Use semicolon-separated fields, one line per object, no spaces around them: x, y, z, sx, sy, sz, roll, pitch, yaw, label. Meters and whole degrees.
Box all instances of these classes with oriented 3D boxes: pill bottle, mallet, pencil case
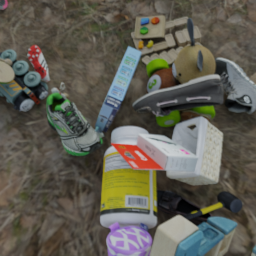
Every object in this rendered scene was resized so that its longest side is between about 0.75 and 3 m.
0.031;1.342;7.621;1.451;1.451;2.580;1;64;1;pill bottle
2.015;2.200;7.253;2.015;0.664;0.415;-17;101;-20;mallet
-0.082;3.393;6.178;1.054;1.035;2.466;12;102;39;pencil case

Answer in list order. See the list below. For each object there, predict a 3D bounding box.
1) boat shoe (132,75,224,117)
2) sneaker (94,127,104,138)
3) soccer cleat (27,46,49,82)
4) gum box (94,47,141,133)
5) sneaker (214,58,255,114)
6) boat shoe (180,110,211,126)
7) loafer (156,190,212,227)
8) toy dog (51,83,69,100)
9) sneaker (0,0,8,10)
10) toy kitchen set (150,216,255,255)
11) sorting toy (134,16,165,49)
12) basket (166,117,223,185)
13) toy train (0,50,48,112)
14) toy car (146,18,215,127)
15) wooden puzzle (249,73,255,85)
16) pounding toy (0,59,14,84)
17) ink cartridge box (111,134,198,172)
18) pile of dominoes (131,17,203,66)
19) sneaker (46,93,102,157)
1.297;-0.696;7.837;2.735;0.914;0.779;-16;77;34;boat shoe
-1.288;0.246;8.687;1.008;0.391;0.435;-18;87;-10;sneaker
-3.054;-2.197;9.644;0.479;0.595;1.397;-25;71;3;soccer cleat
-0.344;-1.125;8.626;0.470;1.793;2.110;22;66;-6;gum box
3.270;-1.296;8.992;2.241;0.841;1.294;42;57;14;sneaker
1.964;-0.266;8.426;1.030;0.370;0.350;12;58;47;boat shoe
1.462;2.138;7.707;1.801;0.567;0.647;24;57;12;loafer
-2.280;-1.071;9.140;0.406;0.843;0.556;15;54;23;toy dog
-5.358;-5.292;11.494;0.644;0.534;1.351;-17;62;15;sneaker
2.177;2.852;5.727;2.928;1.725;2.346;-9;27;-45;toy kitchen set
0.807;-3.647;10.567;1.129;0.203;1.516;2;67;9;sorting toy
1.929;0.718;7.948;1.041;1.144;1.687;26;64;-27;basket
-3.765;-1.558;9.349;2.375;1.012;1.353;42;79;15;toy train
1.668;-1.691;8.351;2.192;2.778;2.282;-7;64;-2;toy car
4.461;-1.311;9.379;1.128;0.261;1.045;-40;68;24;wooden puzzle
-4.046;-1.696;8.692;0.843;0.507;1.092;12;51;-37;pounding toy
0.534;0.518;6.513;1.467;1.691;0.368;6;103;-22;ink cartridge box
1.521;-3.108;10.557;2.450;0.390;1.910;-16;65;1;pile of dominoes
-1.691;-0.113;8.043;0.987;1.077;2.529;-33;52;-27;sneaker
